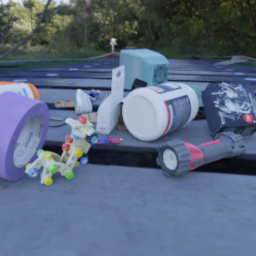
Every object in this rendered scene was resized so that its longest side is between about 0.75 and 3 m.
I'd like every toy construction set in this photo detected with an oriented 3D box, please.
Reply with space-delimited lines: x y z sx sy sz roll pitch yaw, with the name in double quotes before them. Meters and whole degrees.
"toy construction set" -1.468 0.466 6.804 1.346 2.052 0.945 11 36 -47

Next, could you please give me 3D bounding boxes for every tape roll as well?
"tape roll" -2.797 0.201 6.873 0.866 2.038 2.038 20 20 5

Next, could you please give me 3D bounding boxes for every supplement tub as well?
"supplement tub" 1.230 -0.671 10.186 1.815 1.815 2.587 15 23 39
"supplement tub" -5.187 -0.883 11.201 2.462 1.624 1.624 -14 22 -38

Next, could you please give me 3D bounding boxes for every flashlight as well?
"flashlight" 2.061 0.615 7.784 2.743 0.929 0.932 -11 -11 -36

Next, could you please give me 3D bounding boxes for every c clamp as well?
"c clamp" -3.196 -0.332 11.795 1.495 0.202 1.277 9 20 26

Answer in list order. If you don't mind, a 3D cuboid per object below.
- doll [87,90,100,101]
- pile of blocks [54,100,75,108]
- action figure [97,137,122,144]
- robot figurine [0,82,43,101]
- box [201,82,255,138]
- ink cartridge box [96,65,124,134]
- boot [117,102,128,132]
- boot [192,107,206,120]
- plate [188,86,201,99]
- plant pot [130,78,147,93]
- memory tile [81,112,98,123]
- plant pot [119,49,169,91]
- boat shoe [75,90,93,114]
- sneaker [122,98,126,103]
"doll" -2.286 -1.743 15.864 1.135 0.403 1.663 9 26 24
"pile of blocks" -3.260 -1.281 14.518 1.107 0.344 0.454 -3 18 -9
"action figure" -0.656 0.409 9.377 0.949 0.245 0.310 2 8 -9
"robot figurine" -5.264 -1.411 13.050 2.409 1.733 1.405 -3 29 -35
"box" 3.689 -0.658 10.069 1.618 1.777 0.925 -4 -25 -7
"ink cartridge box" -0.673 -1.157 10.803 0.593 2.364 1.917 6 19 10
"boot" 0.114 -0.695 11.396 0.794 1.030 2.125 6 23 14
"boot" 3.084 -0.671 12.485 0.832 0.419 1.113 -4 19 -11
"plate" 2.521 -1.251 12.842 1.843 1.843 0.236 -6 58 -19
"plant pot" 0.574 -2.346 16.638 0.819 0.817 0.727 24 39 14
"memory tile" -1.523 -0.455 12.264 1.066 0.117 1.391 -5 18 -10
"plant pot" 1.224 -3.758 18.836 2.619 2.626 2.675 -14 28 -39
"boat shoe" -2.147 -1.230 13.759 0.841 0.824 2.361 6 23 -14
"sneaker" -0.209 -1.135 13.486 1.639 0.664 0.616 -15 34 -34
